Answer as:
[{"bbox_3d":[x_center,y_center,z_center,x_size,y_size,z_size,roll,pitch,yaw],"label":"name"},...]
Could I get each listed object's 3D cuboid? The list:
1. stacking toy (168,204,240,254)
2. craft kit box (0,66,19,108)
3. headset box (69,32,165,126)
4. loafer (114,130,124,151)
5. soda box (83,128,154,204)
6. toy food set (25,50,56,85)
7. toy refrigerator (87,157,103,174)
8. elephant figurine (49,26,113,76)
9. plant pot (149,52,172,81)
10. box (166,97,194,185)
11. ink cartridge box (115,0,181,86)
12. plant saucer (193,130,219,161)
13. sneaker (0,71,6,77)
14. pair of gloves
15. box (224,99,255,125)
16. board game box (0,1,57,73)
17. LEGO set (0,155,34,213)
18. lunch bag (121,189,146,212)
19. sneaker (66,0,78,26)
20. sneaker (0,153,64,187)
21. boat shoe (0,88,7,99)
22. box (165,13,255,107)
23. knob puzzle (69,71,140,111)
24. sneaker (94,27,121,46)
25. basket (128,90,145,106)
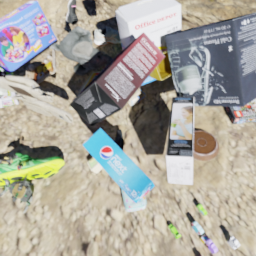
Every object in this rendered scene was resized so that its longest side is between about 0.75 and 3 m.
[{"bbox_3d":[2.433,3.506,9.011,1.412,0.440,1.873,-29,58,-20],"label":"stacking toy"},{"bbox_3d":[-6.479,-1.778,12.938,2.405,0.591,2.435,-16,55,-15],"label":"craft kit box"},{"bbox_3d":[-0.294,-1.599,9.009,1.084,2.148,2.890,46,60,-14],"label":"headset box"},{"bbox_3d":[-0.520,0.808,10.934,0.643,0.647,1.778,0,52,6],"label":"loafer"},{"bbox_3d":[-0.277,1.072,8.011,0.749,0.708,2.207,-43,69,-7],"label":"soda box"},{"bbox_3d":[-4.180,-2.870,13.364,1.760,0.532,1.263,-28,51,18],"label":"toy food set"},{"bbox_3d":[-0.951,1.105,10.438,1.183,0.414,0.449,-44,46,9],"label":"toy refrigerator"},{"bbox_3d":[-1.997,-3.432,13.352,2.073,1.891,2.673,-41,62,16],"label":"elephant figurine"},{"bbox_3d":[1.169,-2.316,10.621,0.854,0.854,0.753,-33,19,-27],"label":"plant pot"},{"bbox_3d":[1.743,0.362,9.111,0.772,1.498,2.568,1,48,14],"label":"box"},{"bbox_3d":[0.901,-3.421,11.135,2.139,2.960,1.253,-23,47,-9],"label":"ink cartridge box"},{"bbox_3d":[2.943,0.638,11.287,1.496,0.258,1.496,-1,53,1],"label":"plant saucer"},{"bbox_3d":[-4.439,-1.754,9.417,0.770,0.504,1.333,-34,20,-31],"label":"sneaker"},{"bbox_3d":[-2.899,-0.960,8.422,2.074,2.440,0.428,17,75,20],"label":"pair of gloves"},{"bbox_3d":[5.097,-1.279,12.600,1.609,0.444,2.356,-7,53,-5],"label":"box"},{"bbox_3d":[-3.638,-3.095,9.479,0.483,1.450,2.157,20,56,39],"label":"board game box"},{"bbox_3d":[-3.826,1.931,9.838,1.306,0.570,2.010,-1,90,10],"label":"LEGO set"},{"bbox_3d":[0.209,2.385,9.872,0.830,0.399,1.035,-8,53,-6],"label":"lunch bag"},{"bbox_3d":[-1.917,-4.089,9.942,0.336,0.951,0.472,-22,61,-39],"label":"sneaker"},{"bbox_3d":[-3.717,1.361,10.274,2.672,0.989,1.116,-10,58,-7],"label":"sneaker"},{"bbox_3d":[-4.654,-1.554,8.396,0.598,1.999,0.714,-40,23,21],"label":"boat shoe"},{"bbox_3d":[3.007,-2.246,9.789,1.688,2.677,2.723,-28,21,-36],"label":"box"},{"bbox_3d":[-0.891,-1.752,12.455,3.264,0.453,3.264,-10,46,10],"label":"knob puzzle"},{"bbox_3d":[-0.890,-5.079,15.171,1.985,0.913,0.752,-15,55,-12],"label":"sneaker"},{"bbox_3d":[0.245,-1.467,12.592,0.860,0.598,0.759,-41,77,-10],"label":"basket"}]
